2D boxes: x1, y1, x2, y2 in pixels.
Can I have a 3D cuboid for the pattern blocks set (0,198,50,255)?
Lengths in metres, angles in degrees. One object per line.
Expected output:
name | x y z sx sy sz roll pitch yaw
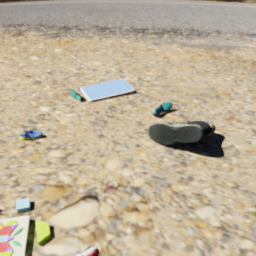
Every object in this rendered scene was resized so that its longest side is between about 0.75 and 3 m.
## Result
pattern blocks set | -3.286 2.984 7.330 2.411 0.222 2.743 -15 35 -22

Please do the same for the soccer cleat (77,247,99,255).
soccer cleat | -1.732 3.329 6.222 2.415 0.829 1.029 -31 54 -32

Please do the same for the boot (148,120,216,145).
boot | 2.197 0.137 11.354 2.361 0.852 1.783 0 8 39

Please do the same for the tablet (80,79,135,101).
tablet | -1.135 -2.083 15.304 2.613 0.178 1.700 -16 37 -20

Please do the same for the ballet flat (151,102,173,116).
ballet flat | 1.553 -0.907 13.280 1.294 0.465 0.465 -26 41 -34

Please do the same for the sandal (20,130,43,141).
sandal | -3.978 0.254 11.474 0.919 0.400 0.365 -9 30 -17

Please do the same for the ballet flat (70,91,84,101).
ballet flat | -2.640 -1.667 14.593 0.345 0.343 1.009 -20 44 -40
